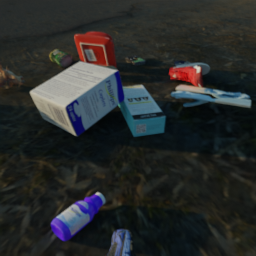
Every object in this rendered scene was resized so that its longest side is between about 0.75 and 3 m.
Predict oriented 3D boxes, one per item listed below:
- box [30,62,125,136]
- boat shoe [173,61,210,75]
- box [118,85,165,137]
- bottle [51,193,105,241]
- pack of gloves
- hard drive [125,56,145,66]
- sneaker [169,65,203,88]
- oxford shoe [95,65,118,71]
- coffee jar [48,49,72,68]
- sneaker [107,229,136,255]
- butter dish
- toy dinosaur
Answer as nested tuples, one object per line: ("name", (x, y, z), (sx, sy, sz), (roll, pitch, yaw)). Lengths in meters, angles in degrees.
("box", (-1.549, -1.007, 8.824), (1.971, 1.125, 2.144), (23, 52, 40))
("boat shoe", (2.808, -2.764, 12.622), (1.599, 0.597, 0.742), (0, 40, 1))
("box", (0.342, -0.646, 9.258), (0.998, 0.596, 2.426), (-7, 33, -11))
("bottle", (-0.960, 1.741, 5.654), (0.488, 0.381, 1.168), (25, 40, 34))
("pack of gloves", (2.946, -1.001, 10.115), (2.693, 0.531, 2.262), (11, 19, 20))
("hard drive", (0.352, -3.380, 14.033), (0.650, 0.176, 0.931), (-17, 36, -26))
("sneaker", (2.319, -2.045, 11.392), (1.252, 0.849, 2.167), (-5, 14, 10))
("oxford shoe", (-1.193, -2.453, 12.096), (1.567, 0.552, 0.586), (-11, 21, -16))
("coffee jar", (-3.326, -3.424, 13.652), (0.694, 0.568, 1.330), (-42, 46, -18))
("sneaker", (-0.478, 2.487, 4.007), (0.991, 0.952, 2.527), (4, 30, 16))
("butter dish", (-1.293, -3.697, 12.764), (1.809, 1.814, 1.341), (10, 54, 16))
("toy dinosaur", (-4.914, -1.884, 11.014), (1.616, 1.095, 0.694), (-19, -7, 34))
